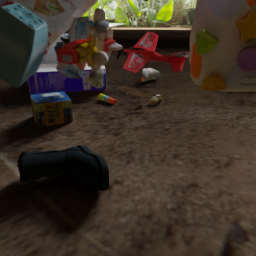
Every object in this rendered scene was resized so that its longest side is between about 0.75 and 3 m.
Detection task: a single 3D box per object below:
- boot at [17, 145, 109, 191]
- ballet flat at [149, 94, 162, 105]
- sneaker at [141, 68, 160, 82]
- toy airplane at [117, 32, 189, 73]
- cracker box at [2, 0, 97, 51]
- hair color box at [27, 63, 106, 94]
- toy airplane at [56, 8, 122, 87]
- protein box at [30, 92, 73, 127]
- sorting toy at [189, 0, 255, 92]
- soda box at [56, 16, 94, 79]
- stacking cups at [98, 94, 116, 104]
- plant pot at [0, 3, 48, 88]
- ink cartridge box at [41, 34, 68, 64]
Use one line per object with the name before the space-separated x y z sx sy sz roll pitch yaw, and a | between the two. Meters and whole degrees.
boot | -1.268 0.807 5.237 1.430 0.650 1.701 -8 18 -26
ballet flat | 0.964 -1.019 9.946 0.268 0.246 0.779 14 27 28
sneaker | 1.062 -2.439 12.853 0.680 0.560 1.479 13 28 17
toy airplane | 0.660 -1.808 6.967 1.954 0.359 1.954 -4 44 4
cracker box | -2.614 -4.266 9.617 2.680 1.795 0.773 -47 3 -6
hair color box | -2.460 -2.094 11.532 2.975 0.964 1.626 -6 24 -9
toy airplane | -0.729 -1.746 6.438 1.036 1.462 1.468 47 7 36
protein box | -2.310 -0.596 8.418 1.023 0.690 1.016 -10 26 -22
sorting toy | 2.217 -1.948 5.029 2.620 2.358 1.399 3 30 26
soda box | -1.600 -2.525 8.833 0.648 1.896 0.603 8 -14 29
stacking cups | -0.731 -1.018 10.030 0.780 0.236 0.236 25 34 36
plant pot | -2.955 -2.291 7.286 1.497 1.529 1.502 33 29 -12
ink cartridge box | -2.839 -3.209 12.767 2.723 1.984 1.128 -3 24 -7
